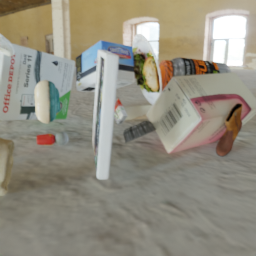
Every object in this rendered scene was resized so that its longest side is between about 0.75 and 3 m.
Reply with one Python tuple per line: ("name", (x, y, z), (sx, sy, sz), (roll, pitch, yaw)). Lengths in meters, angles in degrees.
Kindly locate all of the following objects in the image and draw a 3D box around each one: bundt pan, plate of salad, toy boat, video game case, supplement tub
("bundt pan", (0.242, 0.066, 6.740), (0.836, 0.314, 0.836), (-24, -2, -1))
("plate of salad", (0.429, -1.653, 8.203), (0.507, 2.113, 2.113), (-18, 19, -12))
("toy boat", (-2.038, -0.332, 7.417), (0.787, 1.693, 1.423), (-3, -18, -18))
("video game case", (-0.496, -0.394, 5.531), (0.252, 2.159, 1.962), (3, 17, -10))
("supplement tub", (1.926, -1.439, 8.416), (2.005, 1.229, 1.229), (3, 14, -14))

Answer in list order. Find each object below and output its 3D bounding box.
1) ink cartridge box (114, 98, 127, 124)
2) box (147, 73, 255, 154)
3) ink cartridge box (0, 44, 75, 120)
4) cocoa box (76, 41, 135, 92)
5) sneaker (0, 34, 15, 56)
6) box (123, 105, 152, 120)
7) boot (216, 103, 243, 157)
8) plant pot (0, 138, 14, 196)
("ink cartridge box", (-0.336, -0.560, 9.351), (0.203, 0.440, 0.807), (0, 51, -37))
("box", (1.900, -0.416, 7.086), (2.305, 1.474, 1.256), (-10, 60, -33))
("ink cartridge box", (-3.044, -1.320, 8.418), (1.175, 2.074, 2.829), (15, 9, 26))
("cocoa box", (-0.694, -1.663, 7.936), (1.050, 1.034, 1.575), (0, -5, -35))
("sneaker", (-2.460, -1.559, 5.116), (0.323, 0.375, 0.886), (1, -28, 22))
("box", (0.428, -0.567, 10.064), (1.218, 0.474, 0.579), (-4, 4, -2))
("boot", (2.275, 0.087, 6.261), (0.361, 0.992, 1.054), (38, -8, 29))
("plant pot", (-2.628, 0.605, 4.611), (1.291, 1.410, 1.410), (8, 12, -16))
